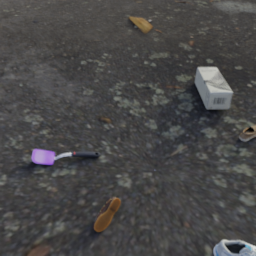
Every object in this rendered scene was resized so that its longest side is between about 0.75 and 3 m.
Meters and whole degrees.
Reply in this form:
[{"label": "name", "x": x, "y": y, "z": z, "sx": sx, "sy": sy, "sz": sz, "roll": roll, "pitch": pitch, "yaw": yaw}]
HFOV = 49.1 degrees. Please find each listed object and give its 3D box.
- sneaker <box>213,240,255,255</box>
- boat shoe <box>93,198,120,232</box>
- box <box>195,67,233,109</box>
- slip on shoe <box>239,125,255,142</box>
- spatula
[{"label": "sneaker", "x": 2.962, "y": 3.107, "z": 6.836, "sx": 1.603, "sy": 0.695, "sz": 0.601, "roll": 7, "pitch": 43, "yaw": 8}, {"label": "boat shoe", "x": -0.625, "y": 2.449, "z": 7.929, "sx": 1.081, "sy": 0.380, "sz": 0.380, "roll": -48, "pitch": 16, "yaw": -28}, {"label": "box", "x": 3.800, "y": -1.842, "z": 12.679, "sx": 1.033, "sy": 0.859, "sz": 2.514, "roll": -1, "pitch": 37, "yaw": -2}, {"label": "slip on shoe", "x": 4.757, "y": 0.120, "z": 10.766, "sx": 1.208, "sy": 0.366, "sz": 0.459, "roll": -21, "pitch": 44, "yaw": -24}, {"label": "spatula", "x": -2.148, "y": 0.988, "z": 9.809, "sx": 2.355, "sy": 0.242, "sz": 0.666, "roll": -3, "pitch": 41, "yaw": -4}]
